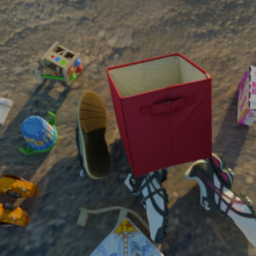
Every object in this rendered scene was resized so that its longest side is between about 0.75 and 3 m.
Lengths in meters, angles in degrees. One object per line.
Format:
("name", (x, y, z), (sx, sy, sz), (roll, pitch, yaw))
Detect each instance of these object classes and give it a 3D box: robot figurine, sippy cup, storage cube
("robot figurine", (-4.063, 2.060, 8.295), (2.502, 0.728, 1.814), (11, 68, 4))
("sippy cup", (-2.891, 0.143, 8.944), (1.072, 1.001, 1.366), (-4, 68, -1))
("storage cube", (0.848, -0.474, 7.993), (2.308, 2.427, 2.700), (-14, 30, -6))

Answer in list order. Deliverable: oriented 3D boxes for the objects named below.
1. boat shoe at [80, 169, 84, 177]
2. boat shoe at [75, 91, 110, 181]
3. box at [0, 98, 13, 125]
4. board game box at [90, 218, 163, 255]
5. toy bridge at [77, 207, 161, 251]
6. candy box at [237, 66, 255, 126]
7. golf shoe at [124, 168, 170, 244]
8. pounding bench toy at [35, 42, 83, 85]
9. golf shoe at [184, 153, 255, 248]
("boat shoe", (-1.302, 1.175, 8.943), (0.254, 0.294, 0.817), (19, 61, 30))
("boat shoe", (-1.251, 0.233, 8.850), (1.067, 0.945, 2.915), (12, 60, -34))
("box", (-4.503, -0.612, 9.706), (0.690, 0.182, 0.885), (13, 67, 6))
("board game box", (-0.076, 3.948, 7.372), (2.194, 0.284, 2.194), (42, 86, 22))
("toy bridge", (-0.232, 2.779, 8.196), (2.565, 0.349, 0.862), (17, 68, 7))
("candy box", (4.089, -1.057, 9.378), (0.505, 1.130, 1.656), (8, 67, 5))
("golf shoe", (0.550, 1.952, 8.227), (1.314, 1.081, 2.781), (-1, 57, 2))
("pounding bench toy", (-2.419, -2.046, 9.914), (1.134, 0.904, 1.454), (30, 70, 11))
("golf shoe", (2.877, 2.214, 8.189), (1.310, 1.148, 2.973), (-31, 65, 6))
